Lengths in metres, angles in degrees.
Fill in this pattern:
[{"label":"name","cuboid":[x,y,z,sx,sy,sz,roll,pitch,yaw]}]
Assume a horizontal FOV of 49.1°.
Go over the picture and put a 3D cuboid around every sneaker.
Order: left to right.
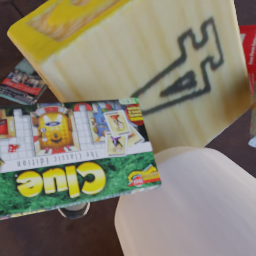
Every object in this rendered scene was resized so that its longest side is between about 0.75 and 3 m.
[{"label":"sneaker","cuboid":[-1.125,0.814,5.492,0.708,0.760,1.917,-3,56,-11]}]

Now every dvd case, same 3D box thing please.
[{"label":"dvd case","cuboid":[-2.118,-1.089,6.083,0.942,0.142,1.290,19,63,16]}]

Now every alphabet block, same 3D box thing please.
[{"label":"alphabet block","cuboid":[0.066,-1.057,4.807,2.690,2.739,2.676,-40,38,-10]}]

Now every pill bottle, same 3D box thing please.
[{"label":"pill bottle","cuboid":[2.693,-1.366,5.725,2.558,1.436,1.436,11,53,41]}]

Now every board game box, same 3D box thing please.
[{"label":"board game box","cuboid":[-0.598,0.209,2.275,1.681,0.197,0.881,-7,70,-23]}]

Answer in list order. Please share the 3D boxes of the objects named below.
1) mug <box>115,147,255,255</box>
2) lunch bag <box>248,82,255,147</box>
[{"label":"mug","cuboid":[0.903,1.542,3.210,2.130,2.660,2.183,-17,45,-20]},{"label":"lunch bag","cuboid":[2.622,-0.198,3.947,1.542,0.980,1.307,15,55,9]}]
